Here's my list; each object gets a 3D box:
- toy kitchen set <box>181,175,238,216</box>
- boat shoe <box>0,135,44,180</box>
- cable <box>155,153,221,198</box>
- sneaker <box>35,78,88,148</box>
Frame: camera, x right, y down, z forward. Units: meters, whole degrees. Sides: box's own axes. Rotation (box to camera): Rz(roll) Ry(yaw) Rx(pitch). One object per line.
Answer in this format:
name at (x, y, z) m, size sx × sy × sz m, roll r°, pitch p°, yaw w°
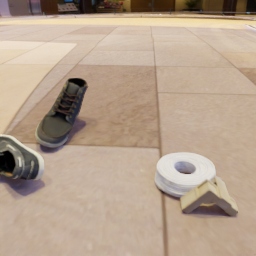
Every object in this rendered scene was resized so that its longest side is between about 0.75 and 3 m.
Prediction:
toy kitchen set at (1.559, 1.378, 5.480) m, size 0.793 × 0.716 × 0.647 m, roll 37°, pitch 26°, yaw -15°
boat shoe at (-2.784, 0.621, 6.234) m, size 2.117 × 0.760 × 0.716 m, roll 16°, pitch 10°, yaw 35°
cable at (1.229, 0.994, 6.051) m, size 1.280 × 0.443 × 1.280 m, roll -22°, pitch 34°, yaw -37°
sneaker at (-1.854, -0.540, 7.861) m, size 0.886 × 1.258 × 2.368 m, roll 21°, pitch 33°, yaw -6°
